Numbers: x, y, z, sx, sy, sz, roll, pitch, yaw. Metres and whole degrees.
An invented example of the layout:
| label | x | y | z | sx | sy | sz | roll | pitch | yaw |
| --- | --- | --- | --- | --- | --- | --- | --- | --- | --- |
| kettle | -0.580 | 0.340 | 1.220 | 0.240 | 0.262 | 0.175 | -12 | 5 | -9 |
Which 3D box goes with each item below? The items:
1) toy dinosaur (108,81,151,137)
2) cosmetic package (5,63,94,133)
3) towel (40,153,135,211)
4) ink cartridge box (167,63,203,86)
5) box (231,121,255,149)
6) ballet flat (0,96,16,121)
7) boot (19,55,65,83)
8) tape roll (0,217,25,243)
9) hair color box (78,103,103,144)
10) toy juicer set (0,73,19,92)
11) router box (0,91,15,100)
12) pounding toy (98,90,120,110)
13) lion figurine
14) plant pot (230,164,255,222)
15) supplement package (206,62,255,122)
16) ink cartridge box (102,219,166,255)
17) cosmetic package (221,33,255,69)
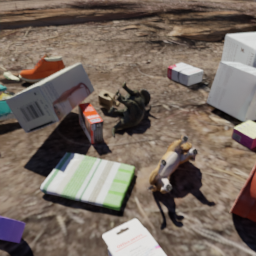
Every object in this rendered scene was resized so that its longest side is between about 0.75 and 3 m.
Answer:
| label | x | y | z | sx | sy | sz | roll | pitch | yaw |
| --- | --- | --- | --- | --- | --- | --- | --- | --- | --- |
| toy dinosaur | 0.140 | -0.774 | 10.341 | 1.415 | 1.065 | 2.767 | 29 | 44 | -15 |
| cosmetic package | -2.489 | -1.111 | 9.582 | 1.489 | 1.257 | 2.881 | -18 | 19 | 26 |
| towel | -1.040 | 1.440 | 7.653 | 2.174 | 0.334 | 1.622 | 11 | 36 | 13 |
| ink cartridge box | 2.795 | -2.648 | 13.798 | 1.043 | 0.599 | 1.436 | -22 | 38 | -31 |
| box | 4.093 | 0.216 | 9.401 | 0.887 | 0.429 | 0.780 | -21 | 38 | -29 |
| ballet flat | -4.126 | -0.781 | 10.575 | 2.705 | 0.971 | 0.971 | -13 | 34 | -24 |
| boot | -4.090 | -2.809 | 13.266 | 2.388 | 1.280 | 0.896 | -2 | 26 | 8 |
| tape roll | -2.785 | 2.028 | 5.727 | 1.241 | 1.241 | 0.407 | 6 | 63 | 10 |
| hair color box | -1.315 | -0.195 | 9.684 | 0.469 | 0.814 | 1.467 | -12 | 34 | -22 |
| toy juicer set | -6.000 | -1.749 | 12.292 | 2.667 | 0.726 | 1.697 | -19 | 30 | -10 |
| router box | -4.886 | -1.134 | 11.422 | 0.806 | 0.211 | 0.634 | 20 | 61 | 20 |
| pounding toy | -0.679 | -1.131 | 11.067 | 0.950 | 0.835 | 0.435 | 25 | 56 | 19 |
| lion figurine | 1.101 | 1.046 | 7.592 | 2.302 | 1.410 | 0.834 | -36 | 81 | -28 |
| plant pot | 3.256 | 1.684 | 6.340 | 1.353 | 1.391 | 1.391 | 28 | 41 | 25 |
| supplement package | 4.287 | -1.410 | 10.599 | 1.319 | 1.715 | 1.793 | -7 | 32 | -35 |
| ink cartridge box | 0.206 | 2.625 | 5.477 | 0.901 | 0.522 | 1.547 | -17 | 38 | -25 |
| cosmetic package | 5.849 | -2.940 | 12.782 | 2.166 | 2.180 | 2.605 | -6 | 33 | -10 |
